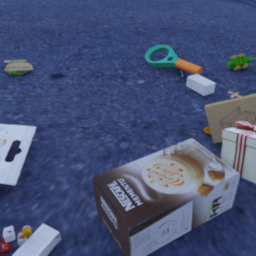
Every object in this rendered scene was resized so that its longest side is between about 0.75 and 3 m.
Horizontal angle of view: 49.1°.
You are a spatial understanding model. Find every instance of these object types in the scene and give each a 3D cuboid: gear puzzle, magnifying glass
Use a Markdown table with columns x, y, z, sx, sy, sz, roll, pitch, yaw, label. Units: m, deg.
| x | y | z | sx | sy | sz | roll | pitch | yaw | label |
| --- | --- | --- | --- | --- | --- | --- | --- | --- | --- |
| 2.752 | 0.299 | 7.663 | 1.524 | 0.200 | 0.789 | 21 | 42 | 32 | gear puzzle |
| 1.834 | -2.784 | 11.618 | 1.154 | 0.325 | 2.898 | -42 | 49 | -12 | magnifying glass |

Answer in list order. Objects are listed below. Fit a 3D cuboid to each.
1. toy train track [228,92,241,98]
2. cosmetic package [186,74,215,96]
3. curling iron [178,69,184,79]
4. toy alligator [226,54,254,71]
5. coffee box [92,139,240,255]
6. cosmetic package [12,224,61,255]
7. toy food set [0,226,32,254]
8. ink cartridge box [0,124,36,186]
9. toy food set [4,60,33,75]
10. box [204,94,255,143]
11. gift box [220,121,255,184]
| x | y | z | sx | sy | sz | roll | pitch | yaw | label |
| --- | --- | --- | --- | --- | --- | --- | --- | --- | --- |
| 3.879 | -1.129 | 9.759 | 0.804 | 0.131 | 0.461 | 29 | 44 | 34 | toy train track |
| 2.617 | -1.567 | 10.144 | 0.515 | 0.406 | 0.957 | -17 | 39 | -25 | cosmetic package |
| 2.119 | -2.434 | 11.515 | 0.445 | 0.230 | 1.796 | 31 | 33 | -21 | curling iron |
| 4.819 | -2.791 | 11.870 | 1.938 | 0.575 | 0.526 | -16 | -3 | -22 | toy alligator |
| 0.728 | 1.281 | 5.485 | 2.452 | 0.977 | 1.402 | -19 | 37 | -25 | coffee box |
| -1.656 | 2.167 | 4.861 | 0.405 | 0.248 | 0.980 | 18 | 39 | 25 | cosmetic package |
| -2.200 | 1.936 | 5.026 | 0.913 | 0.436 | 0.411 | -16 | 37 | -16 | toy food set |
| -3.875 | 0.724 | 6.778 | 2.823 | 0.708 | 2.289 | 5 | 33 | -8 | ink cartridge box |
| -4.550 | -2.467 | 11.618 | 1.100 | 0.320 | 1.594 | -9 | 30 | -25 | toy food set |
| 2.696 | -0.213 | 6.903 | 1.388 | 1.134 | 0.148 | -12 | 29 | 19 | box |
| 2.584 | 0.410 | 5.832 | 1.098 | 1.025 | 1.013 | -13 | 21 | -38 | gift box |
